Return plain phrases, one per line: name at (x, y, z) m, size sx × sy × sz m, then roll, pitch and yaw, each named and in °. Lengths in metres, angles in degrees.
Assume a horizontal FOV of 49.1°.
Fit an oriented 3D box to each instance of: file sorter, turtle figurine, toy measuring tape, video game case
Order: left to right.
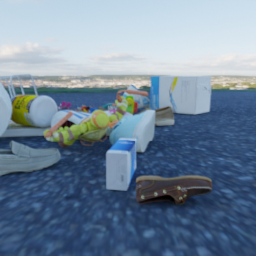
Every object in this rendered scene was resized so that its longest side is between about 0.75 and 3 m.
file sorter at (-5.012, -1.173, 11.019) m, size 2.458 × 1.531 × 1.706 m, roll -7°, pitch 12°, yaw 12°
video game case at (-3.296, -0.047, 9.520) m, size 2.346 × 0.268 × 2.135 m, roll -2°, pitch 11°, yaw -10°
turtle figurine at (-0.792, -0.036, 6.492) m, size 2.551 × 0.822 × 2.057 m, roll -28°, pitch 1°, yaw -29°
toy measuring tape at (-0.023, -0.889, 13.476) m, size 0.907 × 0.907 × 2.466 m, roll -1°, pitch -9°, yaw -4°

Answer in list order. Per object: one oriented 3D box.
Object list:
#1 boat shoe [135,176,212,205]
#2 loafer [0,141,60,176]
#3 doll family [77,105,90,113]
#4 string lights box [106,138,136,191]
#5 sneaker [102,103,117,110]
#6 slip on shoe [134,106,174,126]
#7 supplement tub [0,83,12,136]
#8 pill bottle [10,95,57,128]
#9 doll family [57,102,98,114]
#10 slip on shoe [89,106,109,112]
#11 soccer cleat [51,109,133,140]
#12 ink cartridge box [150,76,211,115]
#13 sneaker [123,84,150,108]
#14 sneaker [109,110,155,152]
boat shoe at (0.649, 0.913, 3.971) m, size 1.096 × 0.386 × 0.385 m, roll -3°, pitch 50°, yaw 4°
loafer at (-2.107, 0.536, 5.317) m, size 1.658 × 0.579 × 0.580 m, roll -7°, pitch 12°, yaw -34°
doll family at (-1.546, -0.386, 10.481) m, size 0.605 × 0.974 × 0.439 m, roll -3°, pitch 45°, yaw 21°
string lights box at (-0.086, 0.589, 4.910) m, size 0.349 × 0.608 × 1.184 m, roll 2°, pitch 9°, yaw 8°
sneaker at (-0.583, -0.958, 13.951) m, size 1.459 × 0.521 × 0.583 m, roll 0°, pitch 5°, yaw -6°
slip on shoe at (0.684, -0.406, 10.310) m, size 2.273 × 0.689 × 0.864 m, roll -4°, pitch 11°, yaw -21°
supplement tub at (-4.287, -0.683, 7.709) m, size 1.855 × 1.855 × 2.551 m, roll -6°, pitch 22°, yaw -29°
pill bottle at (-3.147, -0.555, 8.882) m, size 1.773 × 0.969 × 0.969 m, roll 6°, pitch 12°, yaw 36°
doll family at (-1.690, -0.312, 9.200) m, size 1.447 × 0.652 × 0.898 m, roll 11°, pitch -23°, yaw -15°
slip on shoe at (-1.323, -0.840, 13.615) m, size 1.332 × 0.404 × 0.506 m, roll 6°, pitch 11°, yaw 29°
soccer cleat at (-1.019, 0.002, 8.193) m, size 2.491 × 0.870 × 1.076 m, roll 1°, pitch 31°, yaw -1°
ink cartridge box at (2.740, -1.772, 14.625) m, size 2.589 × 1.873 × 1.906 m, roll 8°, pitch 13°, yaw 37°
sneaker at (0.478, -1.488, 15.030) m, size 0.947 × 1.000 × 2.475 m, roll 43°, pitch 8°, yaw 30°
sneaker at (0.149, -0.031, 7.562) m, size 1.003 × 0.904 × 2.447 m, roll 8°, pitch 11°, yaw 12°
